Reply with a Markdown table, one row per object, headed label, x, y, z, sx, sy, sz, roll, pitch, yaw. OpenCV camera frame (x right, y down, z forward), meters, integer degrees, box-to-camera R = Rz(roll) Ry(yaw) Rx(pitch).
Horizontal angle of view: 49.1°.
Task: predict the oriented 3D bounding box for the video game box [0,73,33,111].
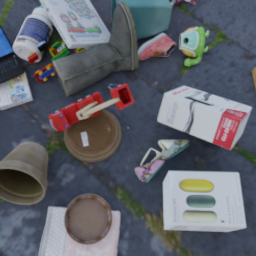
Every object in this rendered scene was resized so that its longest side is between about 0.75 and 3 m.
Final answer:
| label | x | y | z | sx | sy | sz | roll | pitch | yaw |
| --- | --- | --- | --- | --- | --- | --- | --- | --- | --- |
| video game box | -3.962 | -1.319 | 9.589 | 1.107 | 0.284 | 1.215 | -20 | 69 | -5 |

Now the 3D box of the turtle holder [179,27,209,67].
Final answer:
| label | x | y | z | sx | sy | sz | roll | pitch | yaw |
| --- | --- | --- | --- | --- | --- | --- | --- | --- | --- |
| turtle holder | 2.289 | -2.923 | 9.983 | 0.906 | 1.275 | 0.969 | 2 | 36 | 0 |

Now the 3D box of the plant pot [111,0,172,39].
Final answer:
| label | x | y | z | sx | sy | sz | roll | pitch | yaw |
| --- | --- | --- | --- | --- | --- | --- | --- | --- | --- |
| plant pot | 0.464 | -4.132 | 10.070 | 1.969 | 1.392 | 1.391 | -6 | 54 | -8 |

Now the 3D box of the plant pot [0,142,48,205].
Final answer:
| label | x | y | z | sx | sy | sz | roll | pitch | yaw |
| --- | --- | --- | --- | --- | --- | --- | --- | --- | --- |
| plant pot | -2.897 | 1.162 | 7.869 | 1.547 | 1.547 | 1.343 | 5 | 39 | 2 |

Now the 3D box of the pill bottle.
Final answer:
| label | x | y | z | sx | sy | sz | roll | pitch | yaw |
| --- | --- | --- | --- | --- | --- | --- | --- | --- | --- |
| pill bottle | -3.323 | -3.352 | 10.034 | 0.998 | 0.998 | 1.798 | 12 | 69 | 5 |

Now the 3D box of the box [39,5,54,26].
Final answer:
| label | x | y | z | sx | sy | sz | roll | pitch | yaw |
| --- | --- | --- | --- | --- | --- | --- | --- | --- | --- |
| box | -2.674 | -4.130 | 10.584 | 1.401 | 0.577 | 0.344 | 25 | 65 | 10 |

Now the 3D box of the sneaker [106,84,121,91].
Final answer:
| label | x | y | z | sx | sy | sz | roll | pitch | yaw |
| --- | --- | --- | --- | --- | --- | --- | --- | --- | --- |
| sneaker | -0.360 | -1.394 | 9.592 | 0.814 | 0.334 | 0.286 | 13 | 68 | 5 |

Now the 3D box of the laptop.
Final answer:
| label | x | y | z | sx | sy | sz | roll | pitch | yaw |
| --- | --- | --- | --- | --- | --- | --- | --- | --- | --- |
| laptop | -4.848 | -2.364 | 9.521 | 1.912 | 1.114 | 2.157 | -28 | 47 | -10 |

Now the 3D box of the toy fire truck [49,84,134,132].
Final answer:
| label | x | y | z | sx | sy | sz | roll | pitch | yaw |
| --- | --- | --- | --- | --- | --- | --- | --- | --- | --- |
| toy fire truck | -1.151 | -0.544 | 8.214 | 2.388 | 1.684 | 0.582 | -27 | 105 | -11 |

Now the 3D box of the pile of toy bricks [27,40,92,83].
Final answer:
| label | x | y | z | sx | sy | sz | roll | pitch | yaw |
| --- | --- | --- | --- | --- | --- | --- | --- | --- | --- |
| pile of toy bricks | -2.488 | -2.664 | 9.841 | 2.218 | 1.230 | 1.095 | -34 | 37 | -3 |

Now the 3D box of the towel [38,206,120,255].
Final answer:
| label | x | y | z | sx | sy | sz | roll | pitch | yaw |
| --- | --- | --- | --- | --- | --- | --- | --- | --- | --- |
| towel | -1.325 | 3.278 | 7.541 | 2.096 | 0.354 | 2.195 | 6 | 65 | -2 |

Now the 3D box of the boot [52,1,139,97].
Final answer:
| label | x | y | z | sx | sy | sz | roll | pitch | yaw |
| --- | --- | --- | --- | --- | --- | --- | --- | --- | --- |
| boot | -1.096 | -2.491 | 9.071 | 2.777 | 2.524 | 1.007 | -16 | 36 | -8 |

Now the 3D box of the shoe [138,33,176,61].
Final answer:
| label | x | y | z | sx | sy | sz | roll | pitch | yaw |
| --- | --- | --- | --- | --- | --- | --- | --- | --- | --- |
| shoe | 1.012 | -2.779 | 10.040 | 1.538 | 0.550 | 0.700 | -39 | 67 | -19 |

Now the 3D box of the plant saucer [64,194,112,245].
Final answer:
| label | x | y | z | sx | sy | sz | roll | pitch | yaw |
| --- | --- | --- | --- | --- | --- | --- | --- | --- | --- |
| plant saucer | -1.067 | 2.434 | 7.488 | 1.283 | 0.221 | 1.283 | 6 | 68 | -15 |

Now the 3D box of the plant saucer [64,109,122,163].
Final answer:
| label | x | y | z | sx | sy | sz | roll | pitch | yaw |
| --- | --- | --- | --- | --- | --- | --- | --- | --- | --- |
| plant saucer | -1.138 | 0.170 | 8.990 | 1.888 | 0.278 | 1.888 | 0 | 69 | 0 |

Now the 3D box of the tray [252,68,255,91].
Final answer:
| label | x | y | z | sx | sy | sz | roll | pitch | yaw |
| --- | --- | --- | --- | --- | --- | --- | --- | --- | --- |
| tray | 4.803 | -1.307 | 9.586 | 0.791 | 0.297 | 1.604 | 0 | 67 | 1 |

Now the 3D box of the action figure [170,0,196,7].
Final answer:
| label | x | y | z | sx | sy | sz | roll | pitch | yaw |
| --- | --- | --- | --- | --- | --- | --- | --- | --- | --- |
| action figure | 1.949 | -5.599 | 11.153 | 2.095 | 1.403 | 1.560 | 45 | 31 | 4 |

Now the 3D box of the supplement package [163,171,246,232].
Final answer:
| label | x | y | z | sx | sy | sz | roll | pitch | yaw |
| --- | --- | --- | --- | --- | --- | --- | --- | --- | --- |
| supplement package | 1.942 | 2.026 | 7.599 | 1.840 | 1.386 | 1.396 | 1 | 66 | 1 |

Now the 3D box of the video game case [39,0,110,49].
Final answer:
| label | x | y | z | sx | sy | sz | roll | pitch | yaw |
| --- | --- | --- | --- | --- | --- | --- | --- | --- | --- |
| video game case | -1.643 | -3.576 | 9.351 | 2.199 | 0.261 | 2.002 | -26 | 83 | -51 |

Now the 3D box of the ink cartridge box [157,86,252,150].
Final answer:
| label | x | y | z | sx | sy | sz | roll | pitch | yaw |
| --- | --- | --- | --- | --- | --- | --- | --- | --- | --- |
| ink cartridge box | 2.217 | -0.396 | 8.183 | 2.228 | 0.933 | 1.608 | 22 | 26 | 25 |

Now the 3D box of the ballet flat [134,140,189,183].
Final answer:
| label | x | y | z | sx | sy | sz | roll | pitch | yaw |
| --- | --- | --- | --- | --- | --- | --- | --- | --- | --- |
| ballet flat | 0.985 | 0.817 | 8.496 | 1.942 | 0.671 | 0.691 | -39 | 85 | -11 |
